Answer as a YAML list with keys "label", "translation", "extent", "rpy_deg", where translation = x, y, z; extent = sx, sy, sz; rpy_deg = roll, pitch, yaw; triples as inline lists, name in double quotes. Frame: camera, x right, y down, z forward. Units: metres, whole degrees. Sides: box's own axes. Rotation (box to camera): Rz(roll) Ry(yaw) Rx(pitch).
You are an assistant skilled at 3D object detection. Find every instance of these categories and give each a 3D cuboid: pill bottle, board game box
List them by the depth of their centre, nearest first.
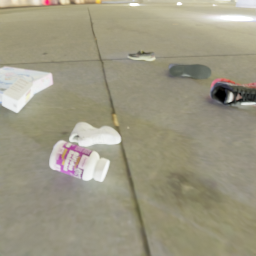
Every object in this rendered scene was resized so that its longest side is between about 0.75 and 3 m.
- label: "pill bottle"
  translation: [-1.178, 0.852, 6.889]
  extent: [1.319, 0.741, 0.741]
  rpy_deg: [17, 32, 6]
- label: "board game box"
  translation: [-5.179, -1.890, 12.095]
  extent: [2.673, 0.580, 2.660]
  rpy_deg: [11, 31, 19]

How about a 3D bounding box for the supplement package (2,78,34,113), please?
- label: "supplement package"
  translation: [-4.017, -1.221, 10.275]
  extent: [0.609, 0.632, 1.111]
  rpy_deg: [26, 46, -2]

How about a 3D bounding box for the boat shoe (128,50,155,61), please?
- label: "boat shoe"
  translation: [0.785, -4.267, 16.350]
  extent: [1.658, 0.545, 0.592]
  rpy_deg: [12, 31, 20]

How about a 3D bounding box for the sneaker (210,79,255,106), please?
- label: "sneaker"
  translation: [4.288, -1.243, 10.649]
  extent: [2.522, 0.892, 1.232]
  rpy_deg: [15, 32, 28]

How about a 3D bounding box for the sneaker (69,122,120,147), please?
- label: "sneaker"
  translation: [-1.002, 0.326, 8.333]
  extent: [1.609, 0.602, 0.801]
  rpy_deg: [8, 42, 24]

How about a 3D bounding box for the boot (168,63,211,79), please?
- label: "boot"
  translation: [3.058, -2.981, 13.998]
  extent: [2.090, 0.708, 1.365]
  rpy_deg: [7, 25, 9]
